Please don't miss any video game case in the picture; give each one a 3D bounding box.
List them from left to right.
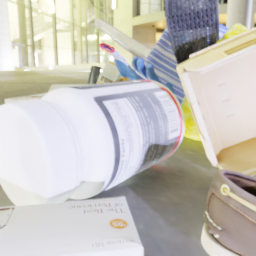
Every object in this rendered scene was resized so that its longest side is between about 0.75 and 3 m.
[{"bbox_3d":[0.392,-2.826,10.310,2.795,0.321,2.546,37,10,22],"label":"video game case"}]

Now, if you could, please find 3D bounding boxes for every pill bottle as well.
[{"bbox_3d":[-0.474,0.129,4.493,1.645,1.645,2.889,11,18,38],"label":"pill bottle"}]

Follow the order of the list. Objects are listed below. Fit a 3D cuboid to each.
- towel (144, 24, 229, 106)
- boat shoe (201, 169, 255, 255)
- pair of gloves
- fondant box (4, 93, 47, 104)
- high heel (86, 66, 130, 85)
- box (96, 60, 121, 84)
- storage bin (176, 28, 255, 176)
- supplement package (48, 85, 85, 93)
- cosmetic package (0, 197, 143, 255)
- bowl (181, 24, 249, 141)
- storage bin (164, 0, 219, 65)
[{"bbox_3d":[1.576,-1.893,7.812,2.056,2.839,0.339,33,-3,14],"label":"towel"},{"bbox_3d":[2.016,1.083,2.325,2.859,0.851,1.027,12,16,39],"label":"boat shoe"},{"bbox_3d":[0.297,-1.094,6.274,2.225,0.253,1.789,38,-2,43],"label":"pair of gloves"},{"bbox_3d":[-2.997,-0.820,10.205,1.628,0.657,2.256,8,16,30],"label":"fondant box"},{"bbox_3d":[-0.188,-1.108,10.371,2.956,2.107,1.055,10,-29,-4],"label":"high heel"},{"bbox_3d":[-0.883,-1.823,11.446,0.714,1.736,0.427,26,-5,9],"label":"box"},{"bbox_3d":[2.028,-0.432,4.361,1.970,1.985,0.930,-22,24,7],"label":"storage bin"},{"bbox_3d":[-1.499,-0.656,8.372,1.695,0.994,0.991,1,37,1],"label":"supplement package"},{"bbox_3d":[-1.077,1.167,2.599,2.303,0.583,0.950,-3,15,-10],"label":"cosmetic package"},{"bbox_3d":[2.514,-0.719,6.498,1.544,2.870,2.870,33,27,21],"label":"bowl"},{"bbox_3d":[1.416,-2.360,6.097,0.982,1.416,2.094,-5,-13,17],"label":"storage bin"}]
